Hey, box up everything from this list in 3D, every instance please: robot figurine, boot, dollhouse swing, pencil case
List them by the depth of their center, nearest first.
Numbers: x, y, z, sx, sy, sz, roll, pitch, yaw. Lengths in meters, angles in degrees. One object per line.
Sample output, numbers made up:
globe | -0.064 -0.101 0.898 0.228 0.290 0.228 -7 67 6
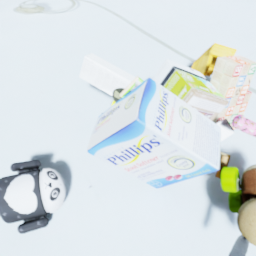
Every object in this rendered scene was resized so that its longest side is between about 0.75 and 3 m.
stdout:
pencil case | 3.434 -0.037 7.951 0.947 0.410 0.392 25 34 -8
robot figurine | -3.064 2.043 8.482 2.312 1.737 1.443 -11 23 -10
boot | 3.004 1.216 9.015 0.386 0.786 1.098 16 8 18
dollhouse swing | 3.641 -2.517 12.244 1.583 1.742 1.531 11 72 -15

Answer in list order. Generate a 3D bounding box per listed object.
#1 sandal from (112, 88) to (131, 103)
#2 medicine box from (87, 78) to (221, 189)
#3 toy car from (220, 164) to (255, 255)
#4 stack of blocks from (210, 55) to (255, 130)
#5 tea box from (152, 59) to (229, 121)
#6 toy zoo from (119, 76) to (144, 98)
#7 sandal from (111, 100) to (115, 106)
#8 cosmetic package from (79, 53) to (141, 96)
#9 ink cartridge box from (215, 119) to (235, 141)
sandal | 0.104 -0.925 9.773 1.621 0.644 0.463 15 -2 -35
medicine box | 0.751 0.369 8.376 2.934 2.672 1.510 30 54 -23
toy car | 3.341 2.335 6.846 2.060 1.979 2.508 -4 41 33
stack of blocks | 3.799 -1.208 10.568 1.639 2.847 0.834 -14 38 -31
tea box | 2.028 -1.133 9.614 1.899 1.269 1.868 8 40 -40
toy zoo | 0.512 -0.897 8.634 1.326 0.870 0.136 36 33 -18
sandal | 0.175 -1.099 12.000 2.068 0.900 0.822 -17 85 -25
cosmetic package | -0.665 -1.852 10.616 2.314 0.955 0.586 31 37 8
ink cartridge box | 2.902 0.247 9.566 0.993 1.346 0.576 -33 84 1
